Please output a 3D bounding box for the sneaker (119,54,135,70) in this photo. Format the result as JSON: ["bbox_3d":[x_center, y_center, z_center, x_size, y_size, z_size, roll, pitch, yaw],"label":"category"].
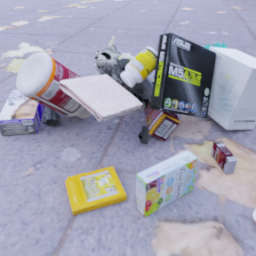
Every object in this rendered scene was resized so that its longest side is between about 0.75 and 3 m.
[{"bbox_3d":[0.276,-2.301,10.285,1.297,0.549,0.483,6,-10,-9],"label":"sneaker"}]

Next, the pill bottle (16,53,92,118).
[{"bbox_3d":[-2.516,-1.421,10.577,1.651,2.923,1.651,-13,65,29],"label":"pill bottle"}]

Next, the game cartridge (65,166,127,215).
[{"bbox_3d":[-0.986,1.782,8.215,1.560,0.253,1.375,-11,36,-17],"label":"game cartridge"}]

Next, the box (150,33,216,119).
[{"bbox_3d":[2.023,-1.728,9.943,2.626,2.536,0.624,7,3,-40],"label":"box"}]

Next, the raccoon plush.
[{"bbox_3d":[-0.439,-1.941,11.326,1.372,2.836,1.900,-19,61,12],"label":"raccoon plush"}]

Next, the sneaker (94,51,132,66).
[{"bbox_3d":[-0.812,-4.132,16.323,2.365,0.946,0.872,-15,36,-24],"label":"sneaker"}]

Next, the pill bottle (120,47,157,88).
[{"bbox_3d":[0.421,-2.069,9.677,1.388,0.781,0.781,-44,47,-7],"label":"pill bottle"}]

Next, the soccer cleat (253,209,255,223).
[{"bbox_3d":[4.183,1.967,7.350,2.134,0.909,0.732,-12,36,-18],"label":"soccer cleat"}]

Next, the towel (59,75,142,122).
[{"bbox_3d":[-0.814,-1.016,8.899,1.984,0.335,2.077,41,35,22],"label":"towel"}]

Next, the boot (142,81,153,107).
[{"bbox_3d":[0.688,-1.884,13.115,1.710,0.817,2.264,-25,48,-34],"label":"boot"}]

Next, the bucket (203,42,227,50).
[{"bbox_3d":[3.632,-2.791,13.118,2.475,1.610,2.475,-20,24,9],"label":"bucket"}]

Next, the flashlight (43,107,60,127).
[{"bbox_3d":[-3.026,-0.941,11.408,0.675,0.678,1.995,-28,49,19],"label":"flashlight"}]

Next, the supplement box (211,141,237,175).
[{"bbox_3d":[3.109,0.952,9.150,0.317,0.567,1.042,-6,34,-10],"label":"supplement box"}]

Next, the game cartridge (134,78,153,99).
[{"bbox_3d":[0.524,-1.642,11.277,0.331,1.062,1.595,-47,17,-14],"label":"game cartridge"}]

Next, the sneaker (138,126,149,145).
[{"bbox_3d":[0.537,0.229,10.092,0.357,0.299,0.787,11,46,-16],"label":"sneaker"}]

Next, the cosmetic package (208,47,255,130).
[{"bbox_3d":[4.040,-1.579,10.945,1.510,2.457,2.449,0,31,-26],"label":"cosmetic package"}]

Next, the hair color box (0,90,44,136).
[{"bbox_3d":[-4.249,-0.698,11.396,1.343,0.796,2.456,-4,36,-6],"label":"hair color box"}]

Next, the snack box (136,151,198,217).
[{"bbox_3d":[1.058,1.514,7.690,1.788,1.272,0.474,-20,39,-28],"label":"snack box"}]

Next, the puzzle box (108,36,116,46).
[{"bbox_3d":[-0.746,-3.491,11.971,0.110,0.867,0.577,16,9,-18],"label":"puzzle box"}]

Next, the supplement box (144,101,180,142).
[{"bbox_3d":[1.246,-0.452,10.662,0.748,0.964,1.748,26,29,-20],"label":"supplement box"}]
